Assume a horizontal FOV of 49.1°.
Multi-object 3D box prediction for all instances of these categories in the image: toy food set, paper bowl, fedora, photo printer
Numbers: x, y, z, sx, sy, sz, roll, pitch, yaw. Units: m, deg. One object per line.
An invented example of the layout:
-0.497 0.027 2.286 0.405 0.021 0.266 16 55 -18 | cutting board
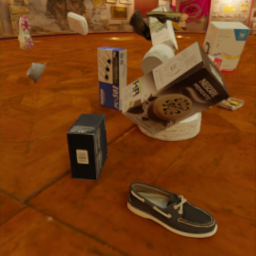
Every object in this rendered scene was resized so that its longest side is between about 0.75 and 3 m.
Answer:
5.206 -1.293 14.300 1.229 0.371 0.882 -21 32 -37 | toy food set
1.733 -0.584 11.661 2.562 1.332 2.562 1 24 0 | paper bowl
-3.125 -1.910 9.409 0.406 0.796 0.900 28 34 -25 | fedora
-2.182 -4.542 12.273 0.951 0.792 0.330 29 60 25 | photo printer

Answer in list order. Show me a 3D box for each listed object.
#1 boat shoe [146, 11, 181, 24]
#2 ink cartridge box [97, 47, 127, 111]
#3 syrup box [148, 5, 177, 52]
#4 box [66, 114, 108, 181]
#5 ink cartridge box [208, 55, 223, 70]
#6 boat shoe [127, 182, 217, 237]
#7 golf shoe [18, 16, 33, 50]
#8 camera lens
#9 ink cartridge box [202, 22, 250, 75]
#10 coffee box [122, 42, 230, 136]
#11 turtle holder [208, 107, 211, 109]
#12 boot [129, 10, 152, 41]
1.078 -3.327 8.457 1.098 0.361 0.392 -4 24 -13 | boat shoe
-0.771 -2.395 13.688 1.353 2.878 0.636 17 30 33 | ink cartridge box
1.463 -4.165 12.068 0.803 0.830 2.039 -19 62 24 | syrup box
-1.231 0.568 8.814 0.841 1.616 1.472 3 25 9 | box
2.352 -1.934 9.069 1.140 0.828 0.475 22 6 15 | ink cartridge box
1.030 1.939 6.929 2.320 0.700 0.857 15 29 30 | boat shoe
-4.449 -3.994 11.848 0.631 1.378 0.519 -9 -3 32 | golf shoe
1.103 -2.462 10.310 0.986 0.986 1.233 11 39 22 | camera lens
3.912 -3.121 11.858 1.434 2.469 0.830 -4 39 -12 | ink cartridge box
1.205 -0.934 7.538 2.478 1.400 0.989 -29 44 31 | coffee box
3.999 -1.566 14.293 0.821 0.878 1.156 4 24 6 | turtle holder
0.675 -4.578 12.598 1.001 0.772 2.066 38 7 6 | boot
